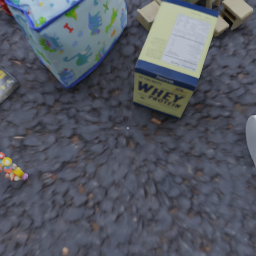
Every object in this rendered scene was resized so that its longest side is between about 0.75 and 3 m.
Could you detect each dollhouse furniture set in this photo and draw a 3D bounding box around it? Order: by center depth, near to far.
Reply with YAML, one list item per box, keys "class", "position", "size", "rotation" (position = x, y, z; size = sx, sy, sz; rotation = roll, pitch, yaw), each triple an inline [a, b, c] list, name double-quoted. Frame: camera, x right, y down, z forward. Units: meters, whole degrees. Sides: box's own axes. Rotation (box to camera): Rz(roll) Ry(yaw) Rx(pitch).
- class: "dollhouse furniture set"
  position: [1.986, -3.596, 8.206]
  size: [2.592, 1.441, 2.292]
  rotation: [-37, 75, -11]

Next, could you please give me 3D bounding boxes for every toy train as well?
- class: "toy train"
  position: [-2.945, 0.969, 6.706]
  size: [0.938, 1.249, 0.347]
  rotation: [17, 59, 29]

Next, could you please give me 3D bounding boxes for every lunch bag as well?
- class: "lunch bag"
  position: [-1.267, -2.961, 7.383]
  size: [2.939, 2.499, 1.873]
  rotation: [-39, 71, -11]

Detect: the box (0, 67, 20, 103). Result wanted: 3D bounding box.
- class: "box"
  position: [-3.813, -1.166, 8.015]
  size: [0.851, 0.260, 1.075]
  rotation: [39, 76, 12]

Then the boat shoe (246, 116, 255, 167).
- class: "boat shoe"
  position: [3.648, 0.637, 7.189]
  size: [0.669, 0.732, 2.035]
  rotation: [-9, 72, -9]

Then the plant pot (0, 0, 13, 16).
- class: "plant pot"
  position: [-3.575, -4.131, 8.621]
  size: [1.099, 1.001, 1.099]
  rotation: [0, 72, -1]

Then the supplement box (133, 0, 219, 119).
- class: "supplement box"
  position: [1.140, -1.685, 7.225]
  size: [1.397, 2.082, 2.079]
  rotation: [19, 73, 6]
